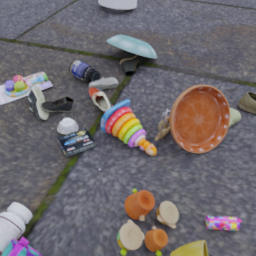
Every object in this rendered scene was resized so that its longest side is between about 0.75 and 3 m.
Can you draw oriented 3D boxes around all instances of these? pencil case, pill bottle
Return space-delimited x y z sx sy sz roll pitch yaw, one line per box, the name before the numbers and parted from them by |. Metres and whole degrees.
pencil case | 2.821 2.836 8.357 0.981 0.434 0.434 0 44 2
pill bottle | -3.501 2.964 7.894 0.869 0.869 1.587 17 46 17
pill bottle | -2.137 -2.744 13.894 1.511 0.845 0.845 28 50 27
pencil case | -3.209 3.919 6.718 1.026 1.115 2.412 20 46 20

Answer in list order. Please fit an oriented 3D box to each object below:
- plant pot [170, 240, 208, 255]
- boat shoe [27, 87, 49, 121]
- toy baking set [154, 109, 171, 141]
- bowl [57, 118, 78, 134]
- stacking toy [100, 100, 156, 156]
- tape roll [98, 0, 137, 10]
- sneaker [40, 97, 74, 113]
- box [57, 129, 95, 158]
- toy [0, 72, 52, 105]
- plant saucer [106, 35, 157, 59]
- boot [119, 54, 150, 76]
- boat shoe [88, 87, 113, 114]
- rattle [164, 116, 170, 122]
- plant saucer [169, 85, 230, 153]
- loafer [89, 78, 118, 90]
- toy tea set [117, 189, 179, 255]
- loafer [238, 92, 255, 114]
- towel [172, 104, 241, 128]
plant pot | 1.559 3.547 7.159 0.896 1.262 1.262 -8 41 20
boat shoe | -3.993 -0.954 12.304 0.657 0.698 1.943 -37 53 10
toy baking set | 1.452 -0.220 10.618 0.233 1.535 2.000 32 41 21
bowl | -2.462 -0.135 11.365 0.861 0.404 0.861 1 31 -1
stacking toy | 0.171 0.226 10.721 1.320 1.396 2.405 -33 67 -30
tape roll | -0.751 -9.614 20.674 2.899 1.014 2.899 4 35 -3
sneaker | -3.008 -1.065 11.932 1.328 0.705 0.497 1 55 -29
box | -1.997 0.557 10.797 1.210 0.278 0.962 -18 45 -23
toy | -5.129 -2.118 13.423 2.573 0.607 1.482 -22 47 -21
plant saucer | 0.284 -4.475 15.051 2.882 0.555 2.882 17 21 -7
boot | 0.474 -3.262 14.694 1.693 0.656 1.171 -18 50 0
boat shoe | -1.237 -1.234 12.282 0.652 0.573 1.832 -42 61 6
rattle | 2.088 -0.134 11.452 0.815 0.743 1.140 -20 67 -11
plant saucer | 2.652 -0.321 10.402 2.528 2.528 0.408 -16 15 -17
loafer | -1.210 -2.121 13.385 1.493 0.522 0.521 -11 58 -29
toy tea set | 0.354 3.052 8.010 1.604 0.998 2.697 37 45 -5
loafer | 5.975 -0.903 11.997 2.370 0.799 0.901 17 46 17
towel | 3.332 -0.680 12.019 1.848 0.454 2.490 -33 52 -28
